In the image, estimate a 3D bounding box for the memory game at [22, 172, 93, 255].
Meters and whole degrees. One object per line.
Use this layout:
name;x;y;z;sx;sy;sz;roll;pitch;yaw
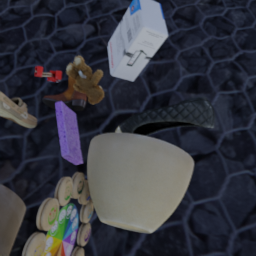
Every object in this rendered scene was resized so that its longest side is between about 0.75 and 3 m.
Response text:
memory game;-1.286;2.302;5.682;0.180;2.832;2.832;8;60;14

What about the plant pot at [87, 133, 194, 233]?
plant pot;0.111;1.335;6.066;2.372;2.372;1.593;12;66;7

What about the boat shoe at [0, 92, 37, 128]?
boat shoe;-3.000;-0.481;7.565;0.657;1.843;0.595;32;87;21

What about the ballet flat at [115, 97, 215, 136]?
ballet flat;0.848;-0.069;7.445;2.858;0.950;0.812;-17;70;27

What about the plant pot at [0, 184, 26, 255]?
plant pot;-4.087;2.771;7.541;2.644;2.644;2.294;19;46;10

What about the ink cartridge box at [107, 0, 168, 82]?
ink cartridge box;0.167;-2.217;7.107;0.719;1.704;1.244;10;55;-26

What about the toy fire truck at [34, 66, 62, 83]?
toy fire truck;-1.997;-1.315;6.965;0.657;0.932;0.227;4;92;-23

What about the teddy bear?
teddy bear;-1.317;-1.528;8.957;1.583;1.148;0.529;38;22;3

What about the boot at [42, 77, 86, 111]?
boot;-2.379;-1.561;10.953;1.646;0.599;1.748;2;59;2

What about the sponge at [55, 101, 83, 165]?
sponge;-1.675;0.150;7.928;0.250;0.934;1.674;-17;64;9
